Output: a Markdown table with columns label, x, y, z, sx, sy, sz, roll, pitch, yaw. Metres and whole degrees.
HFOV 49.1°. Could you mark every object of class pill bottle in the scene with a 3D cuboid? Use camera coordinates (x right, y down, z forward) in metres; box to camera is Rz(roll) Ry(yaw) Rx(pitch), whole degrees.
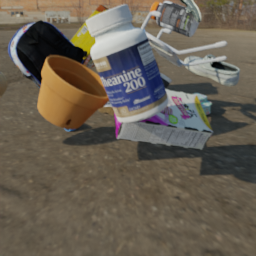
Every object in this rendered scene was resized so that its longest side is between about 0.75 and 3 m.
| label | x | y | z | sx | sy | sz | roll | pitch | yaw |
| --- | --- | --- | --- | --- | --- | --- | --- | --- | --- |
| pill bottle | 1.633 | -3.950 | 10.013 | 1.699 | 0.902 | 0.902 | 27 | 33 | 17 |
| pill bottle | -0.039 | -1.232 | 5.535 | 1.147 | 2.068 | 1.147 | -20 | 18 | 7 |

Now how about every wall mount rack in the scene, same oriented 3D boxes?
| label | x | y | z | sx | sy | sz | roll | pitch | yaw |
| --- | --- | --- | --- | --- | --- | --- | --- | --- | --- |
| wall mount rack | 1.756 | -2.574 | 8.899 | 2.494 | 1.070 | 2.871 | 35 | 11 | 16 |

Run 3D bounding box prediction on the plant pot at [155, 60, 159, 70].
| label | x | y | z | sx | sy | sz | roll | pitch | yaw |
| --- | --- | --- | --- | --- | --- | --- | --- | --- | --- |
| plant pot | 0.243 | -1.610 | 8.883 | 1.499 | 1.499 | 0.692 | -20 | 31 | -37 |

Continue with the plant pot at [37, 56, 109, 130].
| label | x | y | z | sx | sy | sz | roll | pitch | yaw |
| --- | --- | --- | --- | --- | --- | --- | --- | --- | --- |
| plant pot | -1.583 | -0.868 | 7.671 | 1.927 | 1.349 | 1.927 | 28 | 24 | -14 |

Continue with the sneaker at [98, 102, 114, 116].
| label | x | y | z | sx | sy | sz | roll | pitch | yaw |
| --- | --- | --- | --- | --- | --- | --- | --- | --- | --- |
| sneaker | -0.741 | -0.870 | 12.464 | 1.153 | 0.404 | 0.625 | 12 | 28 | 37 |

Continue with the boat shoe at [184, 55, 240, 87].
| label | x | y | z | sx | sy | sz | roll | pitch | yaw |
| --- | --- | --- | --- | --- | --- | --- | --- | --- | --- |
| boat shoe | 3.190 | -2.373 | 10.653 | 2.245 | 0.800 | 0.783 | 30 | 56 | 26 |

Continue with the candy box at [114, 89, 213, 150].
| label | x | y | z | sx | sy | sz | roll | pitch | yaw |
| --- | --- | --- | --- | --- | --- | --- | --- | --- | --- |
| candy box | 0.821 | -0.331 | 7.169 | 2.276 | 0.694 | 1.552 | 8 | 42 | -15 |

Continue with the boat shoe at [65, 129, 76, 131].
| label | x | y | z | sx | sy | sz | roll | pitch | yaw |
| --- | --- | --- | --- | --- | --- | --- | --- | --- | --- |
| boat shoe | -2.564 | -0.419 | 11.329 | 0.720 | 0.587 | 1.711 | -22 | 33 | -39 |

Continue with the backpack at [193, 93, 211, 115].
| label | x | y | z | sx | sy | sz | roll | pitch | yaw |
| --- | --- | --- | --- | --- | --- | --- | --- | --- | --- |
| backpack | 3.051 | -0.999 | 12.321 | 1.053 | 0.893 | 1.186 | -14 | 34 | -25 |

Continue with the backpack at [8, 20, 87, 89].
| label | x | y | z | sx | sy | sz | roll | pitch | yaw |
| --- | --- | --- | --- | --- | --- | --- | --- | --- | --- |
| backpack | -2.692 | -2.343 | 8.933 | 1.593 | 1.969 | 2.068 | 17 | 65 | 42 |

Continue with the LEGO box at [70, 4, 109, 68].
| label | x | y | z | sx | sy | sz | roll | pitch | yaw |
| --- | --- | --- | --- | --- | --- | --- | --- | --- | --- |
| LEGO box | -1.449 | -4.052 | 12.737 | 1.041 | 2.697 | 2.008 | 46 | 20 | 0 |

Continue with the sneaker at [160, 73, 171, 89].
| label | x | y | z | sx | sy | sz | roll | pitch | yaw |
| --- | --- | --- | --- | --- | --- | --- | --- | --- | --- |
| sneaker | 0.786 | -1.592 | 9.795 | 0.559 | 0.856 | 1.531 | 28 | 9 | -35 |

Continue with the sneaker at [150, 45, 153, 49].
| label | x | y | z | sx | sy | sz | roll | pitch | yaw |
| --- | --- | --- | --- | --- | --- | --- | --- | --- | --- |
| sneaker | 0.504 | -3.728 | 13.689 | 0.706 | 1.829 | 0.668 | 22 | 31 | -36 |

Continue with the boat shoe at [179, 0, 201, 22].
| label | x | y | z | sx | sy | sz | roll | pitch | yaw |
| --- | --- | --- | --- | --- | --- | --- | --- | --- | --- |
| boat shoe | 2.039 | -3.905 | 9.198 | 0.350 | 1.134 | 0.413 | -25 | -10 | 3 |

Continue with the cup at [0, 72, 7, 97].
| label | x | y | z | sx | sy | sz | roll | pitch | yaw |
| --- | --- | --- | --- | --- | --- | --- | --- | --- | --- |
| cup | -4.275 | -1.305 | 8.449 | 1.366 | 1.366 | 0.977 | 11 | 23 | 22 |
